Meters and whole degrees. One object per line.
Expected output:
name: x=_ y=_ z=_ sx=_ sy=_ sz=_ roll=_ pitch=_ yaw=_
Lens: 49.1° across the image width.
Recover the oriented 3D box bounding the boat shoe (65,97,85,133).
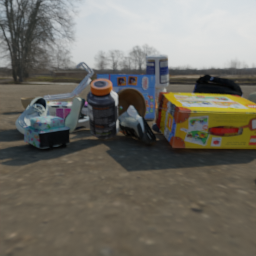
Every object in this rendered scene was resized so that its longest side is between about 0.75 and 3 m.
boat shoe: x=-1.526 y=-0.369 z=8.223 sx=0.413 sy=1.134 sz=0.350 roll=30 pitch=23 yaw=21

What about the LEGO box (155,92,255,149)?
LEGO box: x=2.348 y=-0.262 z=8.063 sx=2.697 sy=1.041 sz=2.008 roll=1 pitch=20 yaw=-9

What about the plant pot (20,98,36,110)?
plant pot: x=-5.133 y=-1.219 z=14.867 sx=1.052 sy=0.706 sz=1.052 roll=0 pitch=10 yaw=0

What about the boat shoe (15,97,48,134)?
boat shoe: x=-3.232 y=-0.490 z=9.624 sx=0.783 sy=0.800 sz=2.245 roll=29 pitch=18 yaw=-20

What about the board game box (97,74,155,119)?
board game box: x=-0.095 y=-1.363 z=12.332 sx=2.566 sy=1.941 sz=0.469 roll=1 pitch=-1 yaw=4

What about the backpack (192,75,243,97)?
backpack: x=3.736 y=-1.144 z=11.747 sx=1.969 sy=1.593 sz=2.068 roll=1 pitch=36 yaw=21

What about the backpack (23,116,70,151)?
backpack: x=-2.340 y=0.123 z=7.857 sx=1.186 sy=0.893 sz=1.053 roll=3 pitch=10 yaw=41

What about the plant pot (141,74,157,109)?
plant pot: x=0.543 y=-1.688 z=14.581 sx=1.349 sy=1.927 sz=1.927 roll=-20 pitch=7 yaw=13

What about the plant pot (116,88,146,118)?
plant pot: x=-0.101 y=-0.734 z=10.427 sx=1.499 sy=1.499 sz=0.692 roll=-7 pitch=10 yaw=-32

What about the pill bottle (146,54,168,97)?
pill bottle: x=1.508 y=-2.690 z=14.441 sx=1.147 sy=2.068 sz=1.147 roll=-3 pitch=19 yaw=1

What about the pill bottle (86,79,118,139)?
pill bottle: x=-0.745 y=-0.566 z=8.274 sx=0.902 sy=1.699 sz=0.902 roll=0 pitch=38 yaw=0

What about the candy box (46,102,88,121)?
candy box: x=-2.672 y=-0.768 z=12.605 sx=2.276 sy=0.694 sz=1.552 roll=-1 pitch=12 yaw=-1

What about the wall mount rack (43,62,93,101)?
wall mount rack: x=-2.723 y=-1.894 z=12.896 sx=1.070 sy=2.494 sz=2.871 roll=43 pitch=-2 yaw=-15

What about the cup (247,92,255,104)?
cup: x=5.248 y=-0.911 z=11.089 sx=0.977 sy=1.366 sz=1.366 roll=25 pitch=23 yaw=31

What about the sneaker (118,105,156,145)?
sneaker: x=0.204 y=0.042 z=8.672 sx=0.875 sy=0.815 sz=2.206 roll=-34 pitch=24 yaw=-1

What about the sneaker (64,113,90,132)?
sneaker: x=-1.529 y=-0.364 z=10.166 sx=1.531 sy=0.559 sz=0.856 roll=-6 pitch=42 yaw=-24

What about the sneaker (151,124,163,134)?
sneaker: x=1.252 y=0.062 z=9.197 sx=1.153 sy=0.404 sz=0.625 roll=8 pitch=12 yaw=22
